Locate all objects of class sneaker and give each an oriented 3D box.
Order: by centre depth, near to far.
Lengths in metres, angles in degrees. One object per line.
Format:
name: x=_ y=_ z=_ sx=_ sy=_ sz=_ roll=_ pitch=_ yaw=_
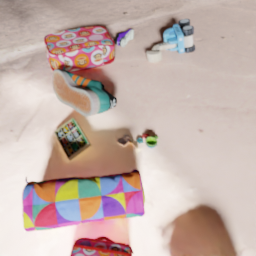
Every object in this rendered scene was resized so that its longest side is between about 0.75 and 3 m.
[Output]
sneaker: x=-1.568 y=-1.237 z=9.635 sx=1.184 sy=1.058 sz=2.964 roll=-10 pitch=35 yaw=-40
sneaker: x=-0.237 y=-4.229 z=12.934 sx=0.675 sy=0.472 sz=1.357 roll=19 pitch=48 yaw=19

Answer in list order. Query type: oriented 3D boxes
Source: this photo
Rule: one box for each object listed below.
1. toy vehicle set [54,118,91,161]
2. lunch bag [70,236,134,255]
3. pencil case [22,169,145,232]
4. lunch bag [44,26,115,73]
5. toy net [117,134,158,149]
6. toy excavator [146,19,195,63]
toy vehicle set: x=-1.672 y=0.311 z=8.332 sx=0.767 sy=0.164 sz=1.235 roll=-38 pitch=52 yaw=-2
lunch bag: x=-0.565 y=2.806 z=5.795 sx=1.317 sy=0.540 sz=1.160 roll=6 pitch=40 yaw=6
pencil case: x=-1.028 y=1.647 z=6.494 sx=2.830 sy=1.251 sz=1.251 roll=-4 pitch=45 yaw=-4
lunch bag: x=-2.070 y=-3.405 z=11.628 sx=2.730 sy=1.119 sz=2.405 roll=-14 pitch=46 yaw=-14
toy net: x=0.284 y=0.321 z=8.486 sx=1.240 sy=0.239 sz=0.650 roll=8 pitch=45 yaw=8
toy excavator: x=1.796 y=-3.617 z=12.077 sx=2.150 sy=1.074 sz=2.091 roll=-12 pitch=42 yaw=6
